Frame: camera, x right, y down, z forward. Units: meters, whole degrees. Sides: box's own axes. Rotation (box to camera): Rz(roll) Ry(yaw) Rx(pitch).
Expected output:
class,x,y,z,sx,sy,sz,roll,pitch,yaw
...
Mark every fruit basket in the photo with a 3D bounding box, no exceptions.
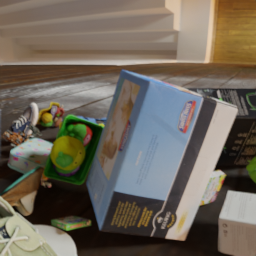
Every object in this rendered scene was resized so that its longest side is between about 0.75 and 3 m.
class,x,y,z,sx,sy,sz,roll,pitch,yaw
fruit basket,-1.309,0.561,6.673,1.249,1.731,1.731,21,7,-30

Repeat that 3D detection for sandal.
class,x,y,z,sx,sy,sz,roll,pitch,yaw
sandal,-1.336,0.029,10.676,2.516,1.000,1.095,6,17,-12

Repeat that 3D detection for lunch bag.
class,x,y,z,sx,sy,sz,roll,pitch,yaw
lunch bag,-2.668,0.844,8.139,1.202,0.577,1.498,18,16,7

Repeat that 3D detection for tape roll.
class,x,y,z,sx,sy,sz,roll,pitch,yaw
tape roll,-1.763,2.305,4.605,1.840,0.336,1.840,0,19,0

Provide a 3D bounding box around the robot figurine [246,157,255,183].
class,x,y,z,sx,sy,sz,roll,pitch,yaw
robot figurine,3.667,1.205,7.160,1.269,0.837,1.446,20,14,-13

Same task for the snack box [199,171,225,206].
class,x,y,z,sx,sy,sz,roll,pitch,yaw
snack box,1.833,1.358,6.329,0.548,0.771,0.204,-3,29,-32

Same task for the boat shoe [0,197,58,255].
class,x,y,z,sx,sy,sz,roll,pitch,yaw
boat shoe,-1.782,1.708,3.899,2.978,0.924,1.072,26,39,26

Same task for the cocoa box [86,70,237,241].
class,x,y,z,sx,sy,sz,roll,pitch,yaw
cocoa box,0.465,0.476,5.641,1.827,2.784,1.856,14,12,-20

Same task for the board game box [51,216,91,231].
class,x,y,z,sx,sy,sz,roll,pitch,yaw
board game box,-1.132,1.860,5.497,0.506,0.110,0.752,0,-8,-36

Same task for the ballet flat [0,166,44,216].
class,x,y,z,sx,sy,sz,roll,pitch,yaw
ballet flat,-2.530,1.656,5.828,0.761,0.812,2.245,-36,-1,42

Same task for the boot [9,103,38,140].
class,x,y,z,sx,sy,sz,roll,pitch,yaw
boot,-3.750,-0.172,9.981,0.559,1.536,0.694,36,24,31

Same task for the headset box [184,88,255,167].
class,x,y,z,sx,sy,sz,roll,pitch,yaw
headset box,2.528,0.045,8.119,2.548,2.218,1.182,0,49,3

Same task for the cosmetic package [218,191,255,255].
class,x,y,z,sx,sy,sz,roll,pitch,yaw
cosmetic package,2.660,1.785,4.943,1.901,0.771,1.073,4,19,29

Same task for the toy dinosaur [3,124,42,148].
class,x,y,z,sx,sy,sz,roll,pitch,yaw
toy dinosaur,-3.385,0.491,9.352,0.743,1.454,0.987,-32,22,23

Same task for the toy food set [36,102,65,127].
class,x,y,z,sx,sy,sz,roll,pitch,yaw
toy food set,-3.121,-0.463,11.864,0.617,1.111,1.888,37,7,6

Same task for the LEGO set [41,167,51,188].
class,x,y,z,sx,sy,sz,roll,pitch,yaw
LEGO set,-2.133,1.259,7.475,0.381,0.308,0.829,20,35,-6
